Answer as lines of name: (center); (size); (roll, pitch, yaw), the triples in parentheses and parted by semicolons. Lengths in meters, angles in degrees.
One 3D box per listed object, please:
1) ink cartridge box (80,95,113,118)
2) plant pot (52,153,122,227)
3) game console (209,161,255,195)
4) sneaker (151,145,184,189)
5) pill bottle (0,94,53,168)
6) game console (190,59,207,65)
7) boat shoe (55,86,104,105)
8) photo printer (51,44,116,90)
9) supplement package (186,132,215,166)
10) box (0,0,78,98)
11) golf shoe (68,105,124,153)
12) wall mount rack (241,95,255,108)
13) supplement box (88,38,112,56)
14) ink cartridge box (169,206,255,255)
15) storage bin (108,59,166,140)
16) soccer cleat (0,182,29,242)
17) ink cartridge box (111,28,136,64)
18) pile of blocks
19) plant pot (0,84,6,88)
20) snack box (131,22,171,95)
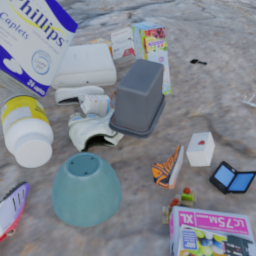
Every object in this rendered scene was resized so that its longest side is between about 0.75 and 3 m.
ink cartridge box: (-1.102, -0.732, 9.599); (0.941, 0.589, 0.605); (-3, 34, -28)
plant pot: (-1.020, 1.289, 6.743); (1.742, 1.173, 1.742); (1, 38, 0)
game console: (2.709, 1.251, 7.252); (0.821, 0.543, 0.933); (41, 50, 14)
sneaker: (0.999, 0.935, 7.292); (0.700, 0.484, 1.249); (12, 57, 24)
pill bottle: (-2.949, 0.070, 8.205); (1.298, 1.298, 2.318); (-16, 40, -19)
game console: (3.368, -3.120, 13.346); (0.784, 0.094, 0.462); (21, 42, 27)
boat shoe: (-1.757, -1.127, 10.222); (1.776, 0.639, 0.608); (-1, 58, -16)
photo printer: (-2.052, -2.600, 11.819); (2.783, 0.967, 2.316); (-8, 45, -8)
supplement package: (1.960, 0.573, 7.545); (0.509, 0.503, 0.839); (-7, 33, 33)
box: (-3.389, -2.854, 8.601); (1.541, 2.701, 2.937); (10, 73, 34)
golf shoe: (-0.351, 0.032, 8.615); (2.866, 1.122, 1.394); (-18, 48, -9)
wall mount rack: (4.658, -0.972, 10.273); (0.758, 0.325, 0.872); (-9, 29, -41)
supplement box: (-1.284, -4.099, 14.277); (0.842, 0.491, 1.337); (-30, 46, -34)
ink cartridge box: (1.640, 2.828, 5.167); (1.655, 0.582, 2.774); (7, 42, 2)
storage bin: (0.243, -0.932, 7.648); (1.449, 1.337, 1.991); (17, 44, 14)
soccer cleat: (-2.716, 2.021, 6.368); (0.681, 0.634, 1.860); (29, 37, -1)
ink cartridge box: (-0.201, -3.760, 12.874); (0.994, 0.561, 1.354); (-12, 74, 24)
pile of blocks: (1.246, 1.808, 6.655); (0.493, 0.373, 1.200); (25, 47, 37)
plant pot: (-4.912, -2.420, 11.478); (1.289, 1.298, 1.327); (-16, 69, -20)
snack box: (0.838, -2.595, 10.467); (0.806, 2.383, 2.010); (-13, 28, -7)
